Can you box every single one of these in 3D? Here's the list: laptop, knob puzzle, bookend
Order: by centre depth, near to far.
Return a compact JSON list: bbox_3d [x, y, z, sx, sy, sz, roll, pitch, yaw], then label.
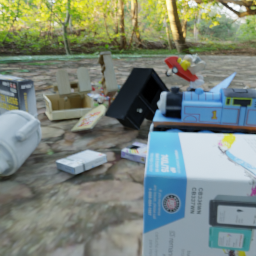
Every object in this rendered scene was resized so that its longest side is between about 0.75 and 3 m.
[{"bbox_3d":[-1.131,-0.299,8.936,1.327,0.184,1.327,-29,25,15],"label":"knob puzzle"},{"bbox_3d":[0.524,-0.629,9.347,0.906,1.954,1.966,14,67,45],"label":"bookend"},{"bbox_3d":[2.665,-1.347,10.309,1.917,1.111,1.795,8,-21,-17],"label":"laptop"}]

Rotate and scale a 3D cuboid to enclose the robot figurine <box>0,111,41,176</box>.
[{"bbox_3d":[-2.688,0.312,6.312,1.632,1.087,1.925,-23,23,25],"label":"robot figurine"}]

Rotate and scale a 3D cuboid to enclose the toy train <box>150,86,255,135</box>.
[{"bbox_3d":[2.039,-0.214,7.280,2.937,1.678,1.273,4,18,12],"label":"toy train"}]

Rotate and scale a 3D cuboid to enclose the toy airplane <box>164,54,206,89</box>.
[{"bbox_3d":[1.479,-1.446,6.938,1.020,0.720,1.016,14,-13,25],"label":"toy airplane"}]

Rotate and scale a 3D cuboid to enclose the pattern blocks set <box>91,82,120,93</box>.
[{"bbox_3d":[-1.223,-2.036,14.025,1.648,0.134,1.449,10,-14,-7],"label":"pattern blocks set"}]

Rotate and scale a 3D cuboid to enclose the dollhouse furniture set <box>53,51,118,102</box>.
[{"bbox_3d":[-1.808,-1.989,11.274,2.432,1.615,2.131,-10,-6,-15],"label":"dollhouse furniture set"}]

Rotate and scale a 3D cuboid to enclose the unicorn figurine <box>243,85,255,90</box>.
[{"bbox_3d":[4.237,-0.924,10.627,1.619,0.870,2.357,-36,-6,7],"label":"unicorn figurine"}]

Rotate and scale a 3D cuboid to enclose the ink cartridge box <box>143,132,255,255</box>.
[{"bbox_3d":[1.271,1.008,3.794,2.067,1.517,1.510,1,18,6],"label":"ink cartridge box"}]

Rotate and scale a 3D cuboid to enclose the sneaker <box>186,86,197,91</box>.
[{"bbox_3d":[3.412,-1.942,14.711,0.463,0.394,1.058,-21,27,-37],"label":"sneaker"}]

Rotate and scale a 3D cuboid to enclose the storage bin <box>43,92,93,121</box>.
[{"bbox_3d":[-2.293,-0.847,10.697,1.600,0.750,1.589,-7,18,-22],"label":"storage bin"}]

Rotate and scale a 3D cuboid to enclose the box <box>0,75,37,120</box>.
[{"bbox_3d":[-3.664,-0.715,8.764,2.184,1.729,0.528,16,24,40],"label":"box"}]

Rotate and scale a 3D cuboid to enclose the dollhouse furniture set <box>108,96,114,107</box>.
[{"bbox_3d":[-0.396,-1.093,11.625,0.873,0.660,1.622,-1,18,-4],"label":"dollhouse furniture set"}]

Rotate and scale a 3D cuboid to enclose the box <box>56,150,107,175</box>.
[{"bbox_3d":[-1.082,0.783,6.527,0.729,0.193,0.935,8,19,43],"label":"box"}]

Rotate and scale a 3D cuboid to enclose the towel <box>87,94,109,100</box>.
[{"bbox_3d":[-1.500,-1.548,13.835,1.332,0.159,0.978,2,18,8],"label":"towel"}]

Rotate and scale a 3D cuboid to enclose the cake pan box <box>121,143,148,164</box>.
[{"bbox_3d":[0.311,0.627,7.114,0.788,0.206,0.725,12,20,32],"label":"cake pan box"}]

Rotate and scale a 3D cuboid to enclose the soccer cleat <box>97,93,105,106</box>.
[{"bbox_3d":[-1.116,-1.084,11.458,0.350,0.435,1.021,19,-11,-6],"label":"soccer cleat"}]
